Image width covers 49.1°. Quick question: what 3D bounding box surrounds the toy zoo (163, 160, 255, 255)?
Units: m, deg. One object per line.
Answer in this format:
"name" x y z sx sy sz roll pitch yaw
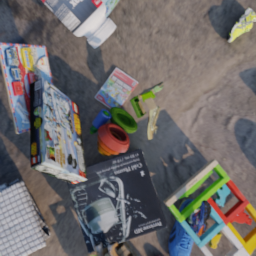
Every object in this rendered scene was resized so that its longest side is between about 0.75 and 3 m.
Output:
"toy zoo" 2.664 2.675 8.027 1.957 0.305 2.982 -39 90 -10

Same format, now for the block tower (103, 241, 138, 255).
"block tower" 0.420 4.562 8.196 0.759 0.812 2.810 -42 86 -5

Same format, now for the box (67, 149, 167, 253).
"box" -0.326 2.010 8.174 2.281 1.413 2.242 -19 84 1

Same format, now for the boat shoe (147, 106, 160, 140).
"boat shoe" 0.707 -0.137 7.849 0.307 0.359 0.979 6 101 4

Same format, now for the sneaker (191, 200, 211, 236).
"sneaker" 1.885 2.360 7.410 0.424 0.407 1.082 24 119 35

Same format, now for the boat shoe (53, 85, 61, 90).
"boat shoe" -2.486 -1.226 8.633 0.555 1.515 0.475 -14 70 20

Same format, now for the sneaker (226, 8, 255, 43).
"sneaker" 3.824 -3.380 9.351 0.526 0.519 1.377 38 86 5

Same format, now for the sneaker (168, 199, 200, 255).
"sneaker" 1.691 3.153 8.356 0.680 0.809 2.064 16 82 -1

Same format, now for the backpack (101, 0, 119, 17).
"backpack" -0.918 -4.576 8.816 2.541 2.073 1.954 -36 98 2

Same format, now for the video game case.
"video game case" -0.388 -1.248 9.278 0.900 0.110 1.259 35 84 4

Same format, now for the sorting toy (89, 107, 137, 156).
"sorting toy" -0.516 0.129 8.270 1.232 2.050 0.841 37 117 -7

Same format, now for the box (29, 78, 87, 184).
"box" -1.820 0.108 7.302 0.483 1.657 2.421 -23 58 18

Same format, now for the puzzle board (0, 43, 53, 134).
"puzzle board" -2.561 -1.104 7.537 0.194 1.681 2.231 -3 101 27

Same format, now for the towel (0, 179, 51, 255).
"towel" -3.781 2.939 8.280 2.558 1.095 2.118 -28 82 -2

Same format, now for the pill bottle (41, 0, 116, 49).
"pill bottle" -1.313 -3.241 7.676 1.992 1.191 1.191 44 84 -22

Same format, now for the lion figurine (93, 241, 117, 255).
"lion figurine" -0.501 3.759 6.518 0.978 2.699 1.653 -18 88 24

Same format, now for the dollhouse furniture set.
"dollhouse furniture set" 0.548 -0.686 6.692 0.617 0.942 0.473 -20 103 31
